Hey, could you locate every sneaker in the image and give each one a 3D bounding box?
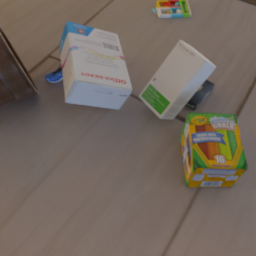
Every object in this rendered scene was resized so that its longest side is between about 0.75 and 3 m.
[{"bbox_3d":[-2.732,-2.285,11.245,1.340,0.597,0.526,-24,60,-7],"label":"sneaker"}]

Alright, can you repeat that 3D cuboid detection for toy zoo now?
[{"bbox_3d":[2.112,-5.884,13.859,1.846,0.189,1.211,-2,57,-2],"label":"toy zoo"}]

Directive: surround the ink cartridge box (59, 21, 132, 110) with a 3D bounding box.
[{"bbox_3d":[-1.284,-2.268,10.379,2.161,1.266,2.991,6,53,-28],"label":"ink cartridge box"}]

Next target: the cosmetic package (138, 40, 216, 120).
[{"bbox_3d":[1.676,-1.598,9.762,1.311,2.437,1.034,47,25,26],"label":"cosmetic package"}]

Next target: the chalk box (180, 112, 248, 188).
[{"bbox_3d":[2.572,0.479,8.911,1.534,1.523,2.457,0,57,-1],"label":"chalk box"}]

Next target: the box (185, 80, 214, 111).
[{"bbox_3d":[2.515,-1.444,10.860,1.103,0.357,1.399,36,64,20],"label":"box"}]

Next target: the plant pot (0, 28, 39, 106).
[{"bbox_3d":[-5.192,-1.811,9.798,2.931,2.961,2.961,-30,61,-9],"label":"plant pot"}]
